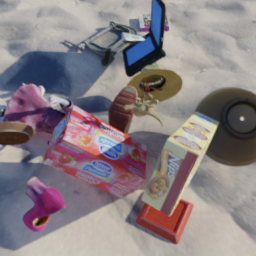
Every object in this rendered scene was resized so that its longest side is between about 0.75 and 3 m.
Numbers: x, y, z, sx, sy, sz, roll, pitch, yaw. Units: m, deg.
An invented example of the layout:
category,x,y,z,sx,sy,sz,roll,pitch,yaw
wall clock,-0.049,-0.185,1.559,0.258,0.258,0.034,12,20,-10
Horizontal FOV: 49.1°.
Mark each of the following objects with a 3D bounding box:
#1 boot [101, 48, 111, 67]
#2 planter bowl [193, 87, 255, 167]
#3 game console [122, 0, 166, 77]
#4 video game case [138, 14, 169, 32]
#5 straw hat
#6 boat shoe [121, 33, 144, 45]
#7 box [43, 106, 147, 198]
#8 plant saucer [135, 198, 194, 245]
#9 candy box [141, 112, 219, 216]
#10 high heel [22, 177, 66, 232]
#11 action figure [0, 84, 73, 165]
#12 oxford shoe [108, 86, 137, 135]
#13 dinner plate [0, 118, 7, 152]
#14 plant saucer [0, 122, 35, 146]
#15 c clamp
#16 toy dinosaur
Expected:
category,x,y,z,sx,sy,sz,roll,pitch,yaw
boot,-0.858,-2.852,11.339,0.311,0.846,0.319,22,48,-8
planter bowl,3.086,-0.161,7.898,2.163,2.163,1.456,32,30,24
game console,0.486,-3.461,10.265,2.317,1.533,2.634,-29,32,16
video game case,1.231,-5.141,13.676,1.411,0.253,1.279,-1,50,-1
straw hat,0.793,-1.658,9.503,2.000,2.000,0.847,-3,60,-3
boat shoe,0.164,-2.882,9.001,0.934,0.344,0.300,-14,92,-40
box,-0.779,0.687,7.395,2.456,1.172,1.224,30,40,-22
plant saucer,1.003,2.258,7.514,1.239,0.227,1.237,22,53,18
candy box,1.355,0.689,6.715,0.750,1.566,2.713,27,24,18
high heel,-1.700,1.870,5.936,0.916,1.910,0.643,33,41,20
action figure,-2.473,-0.115,9.035,2.928,2.180,1.961,25,96,3
oxford shoe,-0.202,-0.295,8.339,0.728,2.058,0.760,23,20,7
dinner plate,-4.603,0.365,9.106,1.740,0.211,1.740,0,49,0
plant saucer,-3.230,0.208,7.639,1.339,1.339,0.231,-8,69,-7
c clamp,-1.067,-4.149,12.760,2.436,0.386,2.851,37,59,27
toy dinosaur,0.441,-0.479,6.765,1.223,0.618,0.356,20,23,-28
